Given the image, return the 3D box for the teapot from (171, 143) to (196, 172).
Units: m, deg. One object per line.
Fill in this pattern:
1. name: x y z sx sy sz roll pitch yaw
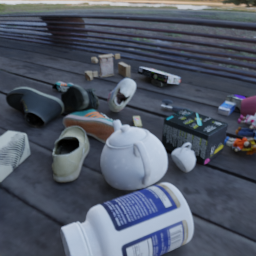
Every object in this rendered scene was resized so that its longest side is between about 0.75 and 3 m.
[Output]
1. teapot: 1.806 0.913 8.754 0.624 0.843 0.854 -36 1 -11

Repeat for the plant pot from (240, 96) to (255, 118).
1. plant pot: 5.358 -0.767 11.468 1.257 1.404 1.404 2 26 35

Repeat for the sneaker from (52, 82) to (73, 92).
1. sneaker: -3.327 -2.037 14.500 1.397 0.499 0.558 14 38 30

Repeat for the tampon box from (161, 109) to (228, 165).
1. tampon box: 2.258 0.254 9.645 1.768 1.116 1.325 25 34 38

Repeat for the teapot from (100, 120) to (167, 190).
1. teapot: 0.093 0.675 8.027 2.123 1.550 2.095 0 25 30

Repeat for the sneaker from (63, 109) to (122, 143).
1. sneaker: -1.129 -0.198 10.678 2.738 0.977 1.094 14 37 26

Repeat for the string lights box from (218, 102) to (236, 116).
1. string lights box: 4.444 -0.879 12.599 0.481 0.276 0.936 20 35 31

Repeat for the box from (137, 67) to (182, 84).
1. box: 1.743 -2.950 15.777 1.241 0.392 2.255 -4 24 -45

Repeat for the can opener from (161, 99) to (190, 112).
1. can opener: 2.116 -0.972 12.540 1.341 0.448 0.358 13 13 22

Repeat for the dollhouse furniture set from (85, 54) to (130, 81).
1. dollhouse furniture set: -1.202 -3.465 16.194 2.445 1.267 1.082 -14 31 -23

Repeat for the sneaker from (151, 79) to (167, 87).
1. sneaker: 1.702 -2.462 15.437 0.476 0.335 0.897 -7 29 -36

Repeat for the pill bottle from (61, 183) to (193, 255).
1. pill bottle: -0.040 2.202 5.981 2.562 1.423 1.423 -13 32 -23

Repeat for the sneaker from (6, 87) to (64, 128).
1. sneaker: -4.314 -0.904 11.851 2.833 1.059 1.505 11 32 17

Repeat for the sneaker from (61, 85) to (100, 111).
1. sneaker: -1.802 -1.280 11.922 1.596 1.065 2.786 -11 3 -25

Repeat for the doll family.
1. doll family: 4.241 0.324 9.723 1.101 0.799 1.774 12 55 49

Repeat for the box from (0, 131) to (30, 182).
1. box: -4.020 1.010 8.650 0.753 0.904 2.201 9 32 14

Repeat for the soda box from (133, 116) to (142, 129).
1. soda box: 0.367 -0.171 11.360 0.283 0.268 0.837 -2 29 -4

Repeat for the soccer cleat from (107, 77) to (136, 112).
1. soccer cleat: -0.441 -1.158 11.534 0.828 2.370 1.023 30 58 -6

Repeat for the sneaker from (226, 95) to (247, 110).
1. sneaker: 5.315 -1.159 12.813 0.792 0.553 1.592 -12 31 -22

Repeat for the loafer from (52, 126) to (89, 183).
1. loafer: -1.869 0.614 9.268 1.053 0.950 2.783 -2 30 -3

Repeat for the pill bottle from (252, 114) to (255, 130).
1. pill bottle: 5.548 0.061 9.867 2.112 1.173 1.173 25 38 34
